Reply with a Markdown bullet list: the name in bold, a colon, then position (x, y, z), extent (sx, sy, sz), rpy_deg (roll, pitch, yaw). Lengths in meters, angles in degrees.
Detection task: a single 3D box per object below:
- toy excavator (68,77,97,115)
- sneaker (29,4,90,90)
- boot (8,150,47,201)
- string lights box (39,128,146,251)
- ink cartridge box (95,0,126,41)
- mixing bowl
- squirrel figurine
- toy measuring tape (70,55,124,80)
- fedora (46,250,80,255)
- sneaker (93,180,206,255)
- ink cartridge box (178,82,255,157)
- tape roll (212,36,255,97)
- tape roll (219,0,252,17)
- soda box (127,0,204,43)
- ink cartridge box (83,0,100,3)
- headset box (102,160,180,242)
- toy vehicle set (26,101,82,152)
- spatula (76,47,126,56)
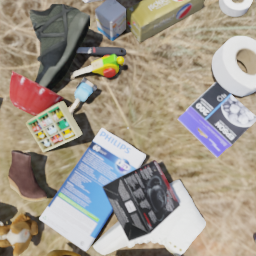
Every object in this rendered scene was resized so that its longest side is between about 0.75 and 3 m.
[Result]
- **toy excavator**: position (-1.320, -0.814, 7.545), extent (0.432, 0.841, 0.865), rpy_deg (36, 53, -16)
- **sneaker**: position (-2.151, -2.193, 7.531), extent (1.411, 0.942, 2.464), rpy_deg (28, 98, -2)
- **boot**: position (-2.405, 1.134, 6.680), extent (1.198, 0.434, 0.997), rpy_deg (16, 106, 25)
- **string lights box**: position (-0.784, 1.428, 6.800), extent (1.311, 0.752, 2.551), rpy_deg (32, 76, 8)
- **ink cartridge box**: position (-0.485, -3.140, 8.115), extent (0.632, 0.873, 0.643), rpy_deg (41, 78, 11)
- **mixing bowl**: position (-2.472, -0.788, 7.232), extent (1.417, 1.417, 0.767), rpy_deg (27, 89, 8)
- **squirrel figurine**: position (-2.645, 2.420, 6.525), extent (0.892, 0.955, 0.676), rpy_deg (-9, 95, 26)
- **toy measuring tape**: position (-0.827, -1.623, 7.925), extent (1.636, 0.602, 0.602), rpy_deg (-17, 73, 20)
- **fedora**: position (-1.261, 3.190, 5.858), extent (1.424, 1.424, 0.581), rpy_deg (33, 93, 9)
- **sneaker**: position (0.558, 2.492, 6.417), extent (2.517, 0.927, 1.455), rpy_deg (-34, 83, -1)
- **ink cartridge box**: position (2.395, -0.251, 7.544), extent (1.516, 0.329, 1.501), rpy_deg (-43, 79, -11)
- **tape roll**: position (3.123, -1.684, 7.660), extent (1.577, 0.552, 1.577), rpy_deg (5, 73, -15)
- **tape roll**: position (3.305, -3.908, 8.637), extent (0.913, 0.319, 0.913), rpy_deg (0, 74, 0)
- **soda box**: position (1.114, -3.514, 8.272), extent (2.320, 0.786, 0.742), rpy_deg (-31, 76, -9)
- **ink cartridge box**: position (-0.098, -3.959, 6.756), extent (2.215, 1.800, 0.632), rpy_deg (-26, 108, 24)
- **headset box**: position (0.333, 1.320, 5.466), extent (0.566, 1.466, 1.091), rpy_deg (-33, 80, 31)
- **toy vehicle set**: position (-1.855, 0.003, 6.890), extent (0.896, 1.443, 0.191), rpy_deg (61, 38, -9)
- **spatula**: position (-1.266, -2.225, 8.097), extent (2.430, 0.250, 0.687), rpy_deg (1, 97, -4)
